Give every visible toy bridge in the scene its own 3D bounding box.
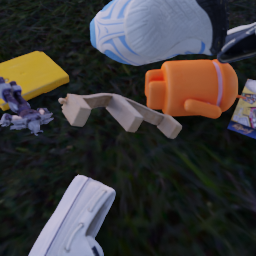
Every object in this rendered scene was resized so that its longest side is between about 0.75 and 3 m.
[{"bbox_3d":[-0.066,-0.184,3.297,1.661,0.226,0.558,9,29,-43],"label":"toy bridge"}]

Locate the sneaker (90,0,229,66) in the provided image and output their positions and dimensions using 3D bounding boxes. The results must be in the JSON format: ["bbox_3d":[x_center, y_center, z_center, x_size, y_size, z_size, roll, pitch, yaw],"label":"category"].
[{"bbox_3d":[0.668,-1.532,4.195,1.024,1.016,2.827,18,26,41],"label":"sneaker"}]

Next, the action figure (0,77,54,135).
[{"bbox_3d":[-1.510,-0.269,3.975,0.693,0.370,1.065,-7,48,-51],"label":"action figure"}]

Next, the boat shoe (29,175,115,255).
[{"bbox_3d":[-0.855,2.198,4.855,1.267,1.098,2.972,15,40,9],"label":"boat shoe"}]

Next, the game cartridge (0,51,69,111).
[{"bbox_3d":[-3.214,-1.550,8.645,2.144,0.348,1.890,-29,54,-27],"label":"game cartridge"}]

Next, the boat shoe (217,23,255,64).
[{"bbox_3d":[2.682,-1.787,5.458,2.083,0.780,0.644,-7,54,45],"label":"boat shoe"}]

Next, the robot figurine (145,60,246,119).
[{"bbox_3d":[1.745,-1.038,7.421,2.534,1.478,1.823,-4,8,-3],"label":"robot figurine"}]

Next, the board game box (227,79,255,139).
[{"bbox_3d":[3.665,-0.483,7.642,1.343,0.343,1.983,23,51,19],"label":"board game box"}]
